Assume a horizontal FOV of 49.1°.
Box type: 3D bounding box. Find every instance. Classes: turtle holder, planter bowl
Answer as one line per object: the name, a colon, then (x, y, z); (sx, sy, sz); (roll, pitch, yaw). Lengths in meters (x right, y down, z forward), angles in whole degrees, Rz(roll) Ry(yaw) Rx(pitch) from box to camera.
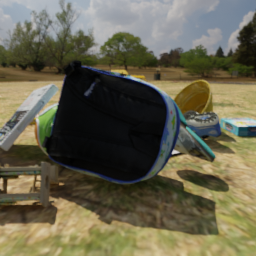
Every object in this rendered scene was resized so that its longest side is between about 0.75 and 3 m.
turtle holder: (-1.749, -0.113, 8.432); (1.636, 1.751, 2.304); (11, 56, 45)
planter bowl: (2.916, -0.757, 12.221); (1.031, 2.476, 2.476); (32, -1, -25)

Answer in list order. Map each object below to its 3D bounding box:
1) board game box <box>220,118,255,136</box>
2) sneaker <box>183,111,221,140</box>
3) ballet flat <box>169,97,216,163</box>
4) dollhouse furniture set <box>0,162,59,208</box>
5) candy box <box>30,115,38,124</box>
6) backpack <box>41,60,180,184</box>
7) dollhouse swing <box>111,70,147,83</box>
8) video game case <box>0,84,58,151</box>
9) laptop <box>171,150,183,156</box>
board game box: (4.883, -0.065, 11.865); (1.326, 0.412, 1.757); (-1, 13, -5)
sneaker: (2.554, -0.017, 10.486); (0.890, 1.010, 2.267); (-35, 20, -18)
ballet flat: (1.385, 0.156, 7.516); (0.858, 0.858, 2.385); (-7, 49, -29)
dollhouse furniture set: (-2.400, 1.234, 5.979); (1.551, 0.862, 1.371); (-1, -12, -2)
candy box: (-4.169, -0.464, 13.884); (2.293, 0.303, 1.172); (-5, 11, -20)
backpack: (-0.210, -0.014, 6.864); (2.803, 2.565, 2.060); (16, -1, 25)
dollhouse swing: (-0.051, -0.994, 11.107); (1.807, 2.055, 1.868); (7, 37, -22)
video game case: (-3.464, -0.375, 9.207); (2.377, 0.305, 2.614); (-55, 26, -17)
laptop: (0.638, 0.116, 9.216); (1.993, 1.233, 2.128); (-9, 15, -32)
